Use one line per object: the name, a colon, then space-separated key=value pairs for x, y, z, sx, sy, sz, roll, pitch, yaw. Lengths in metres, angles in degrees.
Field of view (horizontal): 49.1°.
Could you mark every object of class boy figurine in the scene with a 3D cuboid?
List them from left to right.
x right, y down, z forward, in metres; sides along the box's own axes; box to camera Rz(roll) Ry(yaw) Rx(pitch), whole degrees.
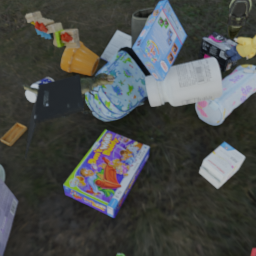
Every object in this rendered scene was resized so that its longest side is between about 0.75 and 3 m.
boy figurine: x=3.608 y=-2.500 z=8.642 sx=0.814 sy=1.309 sz=0.422 roll=42 pitch=55 yaw=-17

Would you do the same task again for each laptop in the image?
laptop: x=-1.917 y=-0.331 z=7.161 sx=1.782 sy=1.033 sz=1.669 roll=-16 pitch=40 yaw=-2

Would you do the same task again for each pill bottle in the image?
pill bottle: x=-2.646 y=-1.134 z=8.512 sx=0.537 sy=0.537 sz=0.896 roll=22 pitch=39 yaw=17
pill bottle: x=1.718 y=-1.361 z=8.833 sx=2.209 sy=1.263 sz=1.263 roll=-11 pitch=50 yaw=11

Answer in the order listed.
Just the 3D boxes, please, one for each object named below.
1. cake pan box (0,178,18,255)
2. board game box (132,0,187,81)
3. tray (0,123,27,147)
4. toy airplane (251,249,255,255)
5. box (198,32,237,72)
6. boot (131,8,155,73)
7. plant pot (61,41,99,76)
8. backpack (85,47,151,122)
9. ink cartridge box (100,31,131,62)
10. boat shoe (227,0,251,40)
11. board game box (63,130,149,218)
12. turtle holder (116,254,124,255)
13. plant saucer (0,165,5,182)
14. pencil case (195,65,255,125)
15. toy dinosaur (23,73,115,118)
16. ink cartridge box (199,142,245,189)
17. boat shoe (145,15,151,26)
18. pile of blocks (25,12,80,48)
cake pan box: x=-3.679 y=2.390 z=7.381 sx=0.550 sy=1.938 sz=2.105 roll=1 pitch=52 yaw=1
board game box: x=0.945 y=-2.437 z=7.909 sx=0.325 sy=1.345 sz=1.779 roll=7 pitch=62 yaw=43
tray: x=-4.203 y=0.238 z=10.303 sx=0.444 sy=0.167 sz=0.901 roll=22 pitch=55 yaw=17
toy airplane: x=2.638 y=4.237 z=6.756 sx=2.702 sy=0.497 sz=2.702 roll=-1 pitch=66 yaw=2
box: x=4.181 y=-3.492 z=12.796 sx=0.906 sy=1.044 sz=1.580 roll=-33 pitch=58 yaw=-24
boot: x=0.256 y=-3.206 z=11.338 sx=2.589 sy=2.847 sz=1.033 roll=-32 pitch=68 yaw=-22
plant pot: x=-2.022 y=-2.940 z=12.248 sx=1.305 sy=1.425 sz=1.425 roll=25 pitch=53 yaw=0
backpack: x=-0.355 y=-1.474 z=10.518 sx=2.707 sy=2.208 sz=2.081 roll=-39 pitch=19 yaw=-14
ink cartridge box: x=-0.279 y=-3.579 z=13.131 sx=1.587 sy=0.323 sz=1.590 roll=32 pitch=89 yaw=22
boat shoe: x=3.478 y=-3.427 z=8.871 sx=0.630 sy=1.762 sz=0.579 roll=6 pitch=77 yaw=12
board game box: x=-0.606 y=1.347 z=8.978 sx=1.721 sy=0.573 sz=2.559 roll=20 pitch=48 yaw=16
turtle holder: x=-0.402 y=3.648 z=7.109 sx=0.730 sy=0.781 sz=1.028 roll=14 pitch=59 yaw=32
plant saucer: x=-4.912 y=1.666 z=8.947 sx=1.778 sy=0.446 sz=1.778 roll=0 pitch=51 yaw=0
pencil case: x=3.934 y=-1.311 z=10.806 sx=2.965 sy=1.345 sz=1.232 roll=-36 pitch=92 yaw=-24
toy dinosaur: x=-1.557 y=-0.876 z=7.921 sx=2.474 sy=0.587 sz=1.090 roll=-11 pitch=96 yaw=-10
ink cartridge box: x=2.959 y=1.250 z=9.051 sx=1.273 sy=0.797 sz=0.818 roll=-33 pitch=58 yaw=-24
boat shoe: x=0.707 y=-3.429 z=9.841 sx=0.463 sy=0.399 sz=1.285 roll=2 pitch=59 yaw=18
pile of blocks: x=-2.559 y=-3.082 z=9.087 sx=2.031 sy=0.834 sz=0.631 roll=27 pitch=34 yaw=7
